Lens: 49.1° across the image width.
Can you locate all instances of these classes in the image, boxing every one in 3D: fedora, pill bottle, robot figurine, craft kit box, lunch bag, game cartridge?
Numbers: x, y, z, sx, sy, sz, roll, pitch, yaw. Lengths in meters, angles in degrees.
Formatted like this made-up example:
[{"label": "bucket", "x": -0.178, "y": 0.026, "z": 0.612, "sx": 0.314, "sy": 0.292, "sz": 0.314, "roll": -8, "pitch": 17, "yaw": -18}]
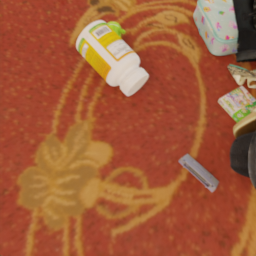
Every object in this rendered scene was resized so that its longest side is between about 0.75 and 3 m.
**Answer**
[{"label": "fedora", "x": 3.453, "y": 0.717, "z": 7.566, "sx": 1.011, "sy": 2.213, "sz": 2.213, "roll": 2, "pitch": 54, "yaw": 48}, {"label": "pill bottle", "x": -0.465, "y": -2.174, "z": 8.999, "sx": 1.294, "sy": 1.294, "sz": 2.330, "roll": -40, "pitch": 82, "yaw": -18}, {"label": "robot figurine", "x": -0.571, "y": -3.336, "z": 10.035, "sx": 0.919, "sy": 0.606, "sz": 1.048, "roll": -3, "pitch": 64, "yaw": 15}, {"label": "craft kit box", "x": 3.584, "y": -0.750, "z": 8.974, "sx": 0.981, "sy": 0.241, "sz": 0.994, "roll": -31, "pitch": 67, "yaw": -12}, {"label": "lunch bag", "x": 3.573, "y": -3.833, "z": 10.104, "sx": 1.932, "sy": 0.928, "sz": 2.408, "roll": -12, "pitch": 65, "yaw": -6}, {"label": "game cartridge", "x": 1.947, "y": 1.220, "z": 7.711, "sx": 1.181, "sy": 0.766, "sz": 0.227, "roll": 43, "pitch": 105, "yaw": 16}]

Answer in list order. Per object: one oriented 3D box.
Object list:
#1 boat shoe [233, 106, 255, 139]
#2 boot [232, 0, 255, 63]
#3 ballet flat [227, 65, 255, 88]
[{"label": "boat shoe", "x": 4.202, "y": -0.375, "z": 8.422, "sx": 2.393, "sy": 0.886, "sz": 0.794, "roll": -26, "pitch": 32, "yaw": 4}, {"label": "boot", "x": 4.711, "y": -3.333, "z": 8.755, "sx": 2.787, "sy": 1.064, "sz": 2.342, "roll": -2, "pitch": 95, "yaw": 8}, {"label": "ballet flat", "x": 3.928, "y": -1.636, "z": 9.044, "sx": 1.742, "sy": 0.591, "sz": 0.656, "roll": 21, "pitch": 99, "yaw": 43}]
